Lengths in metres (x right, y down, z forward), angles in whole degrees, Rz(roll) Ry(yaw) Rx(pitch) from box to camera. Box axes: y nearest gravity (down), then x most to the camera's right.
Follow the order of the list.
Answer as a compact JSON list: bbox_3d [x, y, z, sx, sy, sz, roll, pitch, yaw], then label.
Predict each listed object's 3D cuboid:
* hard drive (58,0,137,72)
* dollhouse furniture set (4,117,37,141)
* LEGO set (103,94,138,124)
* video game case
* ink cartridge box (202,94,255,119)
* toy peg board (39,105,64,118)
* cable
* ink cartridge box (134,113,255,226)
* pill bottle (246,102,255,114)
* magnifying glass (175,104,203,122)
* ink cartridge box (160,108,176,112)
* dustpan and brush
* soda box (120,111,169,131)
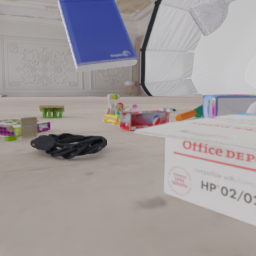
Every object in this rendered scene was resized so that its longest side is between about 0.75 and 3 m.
[{"bbox_3d":[-0.984,-3.020,8.646,1.816,2.753,0.349,-11,-25,-17],"label":"hard drive"},{"bbox_3d":[-2.665,0.016,6.567,1.010,0.505,0.390,-9,12,-43],"label":"dollhouse furniture set"},{"bbox_3d":[-0.326,-0.724,10.121,1.214,0.982,2.639,1,8,5],"label":"LEGO set"},{"bbox_3d":[-3.161,-0.018,7.637,1.522,0.272,1.379,4,9,24],"label":"video game case"},{"bbox_3d":[3.620,-0.651,9.667,1.821,1.019,2.669,1,6,5],"label":"ink cartridge box"},{"bbox_3d":[-3.158,-0.606,11.663,0.985,0.482,0.981,-1,-8,-14],"label":"toy peg board"},{"bbox_3d":[-0.991,0.317,5.218,1.443,0.367,1.177,2,3,32],"label":"cable"},{"bbox_3d":[1.347,0.341,3.002,2.407,0.817,1.386,-7,11,-42],"label":"ink cartridge box"},{"bbox_3d":[2.695,0.114,4.089,0.976,0.976,1.739,-7,11,-42],"label":"pill bottle"},{"bbox_3d":[2.647,-0.630,10.819,2.408,0.270,0.959,-20,-22,-43],"label":"magnifying glass"},{"bbox_3d":[2.020,-0.938,14.679,0.455,0.179,0.914,-6,9,-35],"label":"ink cartridge box"},{"bbox_3d":[2.923,-3.823,8.949,1.605,1.120,0.459,-21,27,44],"label":"dustpan and brush"},{"bbox_3d":[0.504,-0.237,8.404,1.539,0.488,0.539,-5,10,-37],"label":"soda box"}]
